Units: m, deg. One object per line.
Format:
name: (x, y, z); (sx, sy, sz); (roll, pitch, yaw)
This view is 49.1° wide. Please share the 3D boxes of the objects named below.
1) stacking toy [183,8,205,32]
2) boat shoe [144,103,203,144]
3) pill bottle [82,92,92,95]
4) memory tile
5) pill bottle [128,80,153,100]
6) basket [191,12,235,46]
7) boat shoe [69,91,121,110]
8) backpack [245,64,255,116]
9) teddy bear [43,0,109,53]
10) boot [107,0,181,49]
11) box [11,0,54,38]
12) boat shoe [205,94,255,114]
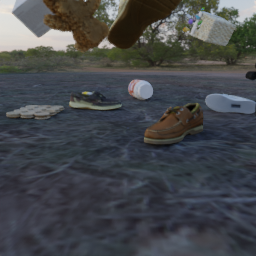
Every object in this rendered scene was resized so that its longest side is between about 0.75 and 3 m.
stacking toy: (2.290, -3.771, 9.740); (0.819, 0.617, 0.192); (-33, 65, -13)
boat shoe: (1.161, -0.172, 7.102); (0.844, 0.798, 2.347); (10, 17, 35)
pill bottle: (-1.909, -1.446, 13.072); (0.465, 0.465, 0.830); (-8, 16, -30)
memory tile: (-3.313, -0.600, 10.233); (1.532, 0.168, 1.999); (1, 13, 5)
pill bottle: (0.644, -1.910, 13.977); (0.926, 0.926, 1.651); (-4, 14, -14)
basket: (3.363, -3.865, 11.016); (1.423, 0.965, 0.878); (-3, 36, -36)
boat shoe: (-1.338, -1.114, 11.183); (2.178, 0.706, 0.797); (3, 14, 11)
backpack: (4.433, -0.575, 6.092); (2.602, 2.104, 2.732); (-19, 26, -32)
teddy bear: (-1.093, -2.276, 5.371); (1.637, 1.187, 0.547); (33, -10, -26)
boot: (0.418, -2.825, 5.699); (0.796, 1.701, 2.188); (25, -30, -22)
box: (-2.758, -3.916, 8.943); (1.316, 1.127, 1.309); (-25, 47, 22)
boat shoe: (3.925, -0.969, 10.669); (1.841, 0.680, 0.785); (8, 16, 23)
